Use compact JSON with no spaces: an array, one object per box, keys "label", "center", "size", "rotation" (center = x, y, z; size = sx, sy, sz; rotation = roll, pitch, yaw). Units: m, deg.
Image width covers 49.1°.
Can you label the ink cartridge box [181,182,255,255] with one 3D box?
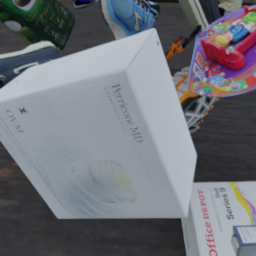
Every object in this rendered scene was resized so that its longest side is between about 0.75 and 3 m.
[{"label":"ink cartridge box","center":[2.353,2.038,5.523],"size":[2.385,1.043,1.733],"rotation":[-1,46,0]}]

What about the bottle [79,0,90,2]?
[{"label":"bottle","center":[-1.075,-3.608,6.584],"size":[0.424,0.543,1.299],"rotation":[-3,64,-13]}]

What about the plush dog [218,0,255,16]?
[{"label":"plush dog","center":[2.844,-3.961,7.888],"size":[1.696,1.361,1.457],"rotation":[-33,29,-5]}]

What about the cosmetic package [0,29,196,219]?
[{"label":"cosmetic package","center":[-0.367,0.102,3.756],"size":[2.047,2.040,1.258],"rotation":[-10,31,25]}]

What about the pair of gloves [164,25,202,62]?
[{"label":"pair of gloves","center":[1.023,-1.589,5.444],"size":[0.946,0.843,0.117],"rotation":[-40,85,-25]}]

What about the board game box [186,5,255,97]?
[{"label":"board game box","center":[1.711,-1.435,4.423],"size":[1.681,0.414,2.128],"rotation":[-10,49,35]}]

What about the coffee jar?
[{"label":"coffee jar","center":[-2.559,-2.914,6.584],"size":[1.107,2.596,1.354],"rotation":[9,74,38]}]

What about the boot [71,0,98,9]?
[{"label":"boot","center":[-0.815,-3.947,8.196],"size":[1.713,0.623,0.774],"rotation":[-10,47,22]}]

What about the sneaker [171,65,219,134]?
[{"label":"sneaker","center":[1.192,-0.455,5.658],"size":[2.665,1.029,1.043],"rotation":[-35,29,-14]}]

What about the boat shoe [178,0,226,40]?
[{"label":"boat shoe","center":[1.855,-2.360,6.310],"size":[0.736,2.365,0.882],"rotation":[-37,36,3]}]

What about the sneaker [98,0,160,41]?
[{"label":"sneaker","center":[0.056,-2.843,6.521],"size":[1.266,2.816,1.104],"rotation":[-18,70,10]}]

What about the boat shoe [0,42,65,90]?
[{"label":"boat shoe","center":[-2.063,-0.847,5.324],"size":[0.796,0.964,2.574],"rotation":[35,41,9]}]
